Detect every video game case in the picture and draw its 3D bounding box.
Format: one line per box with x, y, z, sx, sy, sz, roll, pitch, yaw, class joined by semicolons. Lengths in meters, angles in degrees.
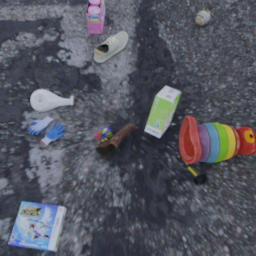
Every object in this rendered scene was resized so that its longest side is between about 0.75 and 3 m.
-2.772;3.030;8.664;1.429;0.325;1.296;6;58;4;video game case

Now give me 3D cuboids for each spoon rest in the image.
-2.972;-1.053;11.000;1.783;0.540;0.886;3;87;8;spoon rest

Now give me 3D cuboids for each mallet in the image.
2.182;1.392;9.694;0.445;0.278;1.351;-11;47;-29;mallet

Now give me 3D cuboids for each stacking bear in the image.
3.170;0.477;9.566;2.558;1.454;1.553;-1;65;-8;stacking bear

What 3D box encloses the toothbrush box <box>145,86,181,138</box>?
1.234;-0.574;9.966;0.645;1.498;1.091;26;35;14;toothbrush box

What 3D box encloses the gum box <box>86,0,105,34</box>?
-1.524;-5.622;13.383;0.666;1.142;2.013;2;59;1;gum box

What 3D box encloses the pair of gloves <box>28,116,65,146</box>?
-3.064;0.052;10.473;1.327;0.151;1.067;33;57;19;pair of gloves

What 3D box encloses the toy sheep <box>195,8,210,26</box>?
3.623;-5.327;13.490;1.000;0.690;0.690;-38;66;-11;toy sheep

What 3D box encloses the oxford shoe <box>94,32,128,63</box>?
-0.731;-3.743;12.575;0.809;0.622;2.153;32;62;21;oxford shoe

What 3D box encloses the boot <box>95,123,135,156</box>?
-0.443;0.371;10.013;0.430;1.248;1.339;53;49;-15;boot

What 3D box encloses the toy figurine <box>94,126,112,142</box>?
-0.829;0.111;9.981;0.449;0.852;0.510;36;58;-21;toy figurine
